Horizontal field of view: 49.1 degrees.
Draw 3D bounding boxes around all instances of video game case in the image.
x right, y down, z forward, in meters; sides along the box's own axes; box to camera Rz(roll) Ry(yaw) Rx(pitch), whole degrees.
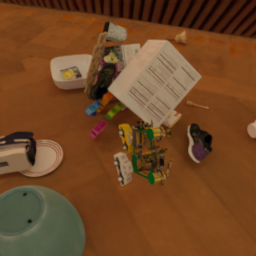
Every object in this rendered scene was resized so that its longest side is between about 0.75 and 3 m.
[{"bbox_3d":[-0.370,-2.403,12.088,2.048,0.405,2.259,-8,88,-6],"label":"video game case"}]

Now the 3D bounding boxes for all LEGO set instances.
[{"bbox_3d":[0.770,0.610,7.414,0.991,1.710,1.315,-7,2,-31],"label":"LEGO set"},{"bbox_3d":[-0.947,-0.660,11.041,1.038,1.116,2.720,46,49,0],"label":"LEGO set"}]

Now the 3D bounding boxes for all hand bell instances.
[{"bbox_3d":[2.484,-4.910,15.560,1.415,0.737,0.737,-7,44,9],"label":"hand bell"}]

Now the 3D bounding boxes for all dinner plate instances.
[{"bbox_3d":[-3.084,1.063,9.760,1.606,0.195,1.606,0,44,0],"label":"dinner plate"}]

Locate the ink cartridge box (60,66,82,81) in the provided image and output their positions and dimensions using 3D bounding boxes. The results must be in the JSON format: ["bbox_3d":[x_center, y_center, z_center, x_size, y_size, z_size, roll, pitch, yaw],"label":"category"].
[{"bbox_3d":[-2.709,-2.600,13.193,0.820,0.195,0.829,-21,61,-18],"label":"ink cartridge box"}]

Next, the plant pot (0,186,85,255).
[{"bbox_3d":[-2.555,2.544,7.106,2.746,1.849,2.746,0,45,0],"label":"plant pot"}]

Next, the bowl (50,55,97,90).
[{"bbox_3d":[-2.452,-2.518,12.926,2.062,0.770,2.059,-10,46,-10],"label":"bowl"}]

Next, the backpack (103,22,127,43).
[{"bbox_3d":[-0.560,-3.946,11.748,0.989,0.825,0.626,14,7,-15],"label":"backpack"}]

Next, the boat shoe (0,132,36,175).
[{"bbox_3d":[-4.419,0.877,9.406,2.815,1.051,1.305,-6,35,-1],"label":"boat shoe"}]

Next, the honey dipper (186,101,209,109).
[{"bbox_3d":[2.930,-0.941,11.793,0.931,0.177,0.177,17,47,14],"label":"honey dipper"}]

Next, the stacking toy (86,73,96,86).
[{"bbox_3d":[-1.494,-1.891,12.087,0.228,0.731,0.969,-20,88,4],"label":"stacking toy"}]

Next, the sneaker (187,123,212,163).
[{"bbox_3d":[2.592,0.381,9.765,0.710,0.821,1.875,37,34,-19],"label":"sneaker"}]

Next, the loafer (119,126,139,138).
[{"bbox_3d":[0.316,0.057,10.594,1.371,0.431,0.493,-12,46,-11],"label":"loafer"}]

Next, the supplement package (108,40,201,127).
[{"bbox_3d":[0.846,-1.571,9.907,2.397,1.806,1.819,-50,23,4],"label":"supplement package"}]

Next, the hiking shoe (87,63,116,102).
[{"bbox_3d":[-0.893,-1.759,11.050,0.867,0.652,1.722,32,91,51],"label":"hiking shoe"}]

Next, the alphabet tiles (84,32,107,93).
[{"bbox_3d":[-1.209,-2.444,10.423,0.069,2.184,1.817,20,24,-1],"label":"alphabet tiles"}]

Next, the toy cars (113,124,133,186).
[{"bbox_3d":[-0.004,0.673,7.588,0.395,0.801,1.786,-14,51,29],"label":"toy cars"}]

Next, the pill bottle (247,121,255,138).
[{"bbox_3d":[5.183,-0.030,10.479,1.300,0.730,0.730,-13,46,-12],"label":"pill bottle"}]

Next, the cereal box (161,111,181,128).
[{"bbox_3d":[1.467,-0.518,11.317,1.116,0.221,0.803,30,52,26],"label":"cereal box"}]
